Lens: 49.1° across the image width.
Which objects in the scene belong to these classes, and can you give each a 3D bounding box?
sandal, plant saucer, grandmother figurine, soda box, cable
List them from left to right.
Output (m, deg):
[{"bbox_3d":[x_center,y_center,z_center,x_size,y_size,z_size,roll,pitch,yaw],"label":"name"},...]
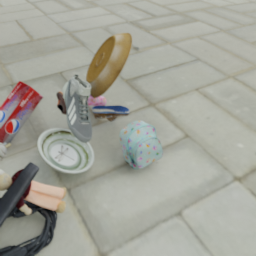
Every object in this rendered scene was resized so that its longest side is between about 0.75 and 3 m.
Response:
[{"bbox_3d":[-2.985,1.875,6.299,0.559,0.992,2.609,33,73,-6],"label":"sandal"},{"bbox_3d":[-4.066,-0.499,9.926,0.707,0.781,2.230,27,79,31],"label":"soda box"},{"bbox_3d":[-2.982,2.735,7.561,2.144,0.545,1.750,-23,40,-22],"label":"cable"},{"bbox_3d":[-2.614,1.572,7.255,2.107,0.638,1.278,28,28,-36],"label":"grandmother figurine"},{"bbox_3d":[-2.072,0.840,9.191,1.916,0.481,1.916,22,36,-17],"label":"plant saucer"},{"bbox_3d":[-0.798,-2.235,9.594,0.446,2.517,2.517,27,31,-28],"label":"plant saucer"}]

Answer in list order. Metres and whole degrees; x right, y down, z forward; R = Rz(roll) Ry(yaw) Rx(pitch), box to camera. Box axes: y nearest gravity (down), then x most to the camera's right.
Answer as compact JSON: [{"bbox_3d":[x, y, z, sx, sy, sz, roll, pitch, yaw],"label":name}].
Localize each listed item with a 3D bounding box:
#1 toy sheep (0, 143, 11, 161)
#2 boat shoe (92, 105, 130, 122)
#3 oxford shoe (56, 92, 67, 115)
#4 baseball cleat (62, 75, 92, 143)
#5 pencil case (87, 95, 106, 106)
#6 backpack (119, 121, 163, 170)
[{"bbox_3d":[-3.334,0.613,6.925,0.886,0.611,0.611,-26,45,-9],"label":"toy sheep"},{"bbox_3d":[-0.634,-0.548,10.718,1.455,0.527,0.526,5,31,14],"label":"boat shoe"},{"bbox_3d":[-2.371,-0.898,9.955,0.364,0.357,1.003,-8,56,-43],"label":"oxford shoe"},{"bbox_3d":[-1.489,-0.648,8.638,0.746,1.139,2.140,-7,68,-42],"label":"baseball cleat"},{"bbox_3d":[-1.343,-1.118,11.500,0.487,0.487,1.115,22,10,24],"label":"pencil case"},{"bbox_3d":[0.413,0.529,9.112,1.256,1.428,1.095,-25,21,-18],"label":"backpack"}]
